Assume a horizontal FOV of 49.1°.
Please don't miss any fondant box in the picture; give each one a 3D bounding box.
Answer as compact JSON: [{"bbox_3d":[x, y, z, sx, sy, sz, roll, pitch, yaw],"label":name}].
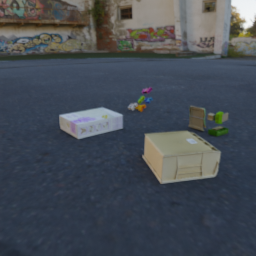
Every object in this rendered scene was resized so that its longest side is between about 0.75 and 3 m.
[{"bbox_3d":[-1.591,-0.259,12.135,2.246,0.654,1.620,-15,24,-36],"label":"fondant box"}]

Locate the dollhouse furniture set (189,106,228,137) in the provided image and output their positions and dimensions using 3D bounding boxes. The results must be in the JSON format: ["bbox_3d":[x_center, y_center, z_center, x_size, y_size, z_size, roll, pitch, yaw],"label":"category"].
[{"bbox_3d":[3.400,-0.362,11.875,0.775,1.011,1.543,-14,23,-36],"label":"dollhouse furniture set"}]

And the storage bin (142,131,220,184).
[{"bbox_3d":[1.571,0.812,8.657,1.812,0.855,1.825,-4,18,-13],"label":"storage bin"}]

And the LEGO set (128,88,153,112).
[{"bbox_3d":[0.647,-1.387,15.243,0.727,0.676,1.772,7,47,51],"label":"LEGO set"}]
